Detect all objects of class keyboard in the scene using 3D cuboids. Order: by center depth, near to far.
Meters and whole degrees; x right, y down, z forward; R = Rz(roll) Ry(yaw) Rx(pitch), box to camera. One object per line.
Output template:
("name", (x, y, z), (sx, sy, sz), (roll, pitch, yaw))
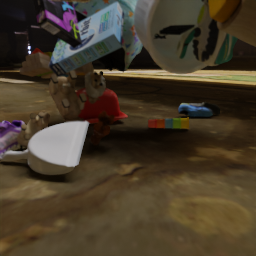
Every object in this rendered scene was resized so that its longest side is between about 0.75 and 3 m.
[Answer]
("keyboard", (1.117, -2.526, 7.322), (0.803, 0.130, 1.263), (-30, 24, -6))

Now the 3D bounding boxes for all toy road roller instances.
("toy road roller", (1.974, -2.250, 4.059), (1.116, 1.817, 1.326), (17, -30, -16))

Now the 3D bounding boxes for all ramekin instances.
("ramekin", (1.524, -3.079, 7.855), (2.812, 2.812, 1.371), (-6, 37, -23))

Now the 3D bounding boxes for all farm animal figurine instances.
("farm animal figurine", (-1.425, -0.322, 6.274), (2.028, 2.006, 1.057), (-2, -20, -22))

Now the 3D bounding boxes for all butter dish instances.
("butter dish", (-1.056, -0.887, 8.762), (1.718, 1.273, 1.722), (-5, 15, -22))

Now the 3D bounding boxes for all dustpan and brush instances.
("dustpan and brush", (-1.615, 0.412, 5.123), (1.710, 0.489, 1.194), (0, 41, 4))

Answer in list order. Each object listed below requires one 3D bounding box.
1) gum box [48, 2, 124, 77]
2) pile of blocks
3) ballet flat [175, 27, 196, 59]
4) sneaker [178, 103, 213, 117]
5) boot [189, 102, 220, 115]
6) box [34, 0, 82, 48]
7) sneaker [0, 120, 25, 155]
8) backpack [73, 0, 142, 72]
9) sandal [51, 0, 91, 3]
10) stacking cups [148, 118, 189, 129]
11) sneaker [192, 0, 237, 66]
("gum box", (-1.026, -2.262, 7.132), (1.879, 0.419, 1.597), (-19, 45, 23))
("pile of blocks", (-2.195, -2.089, 8.846), (1.067, 0.808, 2.600), (-10, -1, 40))
("ballet flat", (1.586, -2.434, 7.921), (0.348, 1.002, 0.348), (11, 45, -11))
("sneaker", (2.220, -0.490, 9.277), (1.108, 0.365, 0.434), (14, 56, 11))
("boot", (2.593, -0.658, 9.833), (0.889, 0.355, 0.978), (22, -15, -23))
("box", (-1.547, -2.618, 5.981), (0.281, 1.559, 1.114), (-23, -17, 23))
("sneaker", (-2.609, 0.208, 5.718), (0.591, 0.649, 1.469), (7, 17, 21))
("backpack", (-0.652, -3.441, 9.285), (2.660, 2.256, 2.996), (35, 1, 4))
("sandal", (-0.773, -2.360, 4.442), (0.752, 0.675, 2.052), (-16, -4, -38))
("stacking cups", (1.114, -0.127, 7.723), (1.102, 0.333, 0.333), (-1, 14, 5))
("sneaker", (2.334, -2.877, 6.593), (1.114, 2.797, 1.084), (-3, 27, -32))
